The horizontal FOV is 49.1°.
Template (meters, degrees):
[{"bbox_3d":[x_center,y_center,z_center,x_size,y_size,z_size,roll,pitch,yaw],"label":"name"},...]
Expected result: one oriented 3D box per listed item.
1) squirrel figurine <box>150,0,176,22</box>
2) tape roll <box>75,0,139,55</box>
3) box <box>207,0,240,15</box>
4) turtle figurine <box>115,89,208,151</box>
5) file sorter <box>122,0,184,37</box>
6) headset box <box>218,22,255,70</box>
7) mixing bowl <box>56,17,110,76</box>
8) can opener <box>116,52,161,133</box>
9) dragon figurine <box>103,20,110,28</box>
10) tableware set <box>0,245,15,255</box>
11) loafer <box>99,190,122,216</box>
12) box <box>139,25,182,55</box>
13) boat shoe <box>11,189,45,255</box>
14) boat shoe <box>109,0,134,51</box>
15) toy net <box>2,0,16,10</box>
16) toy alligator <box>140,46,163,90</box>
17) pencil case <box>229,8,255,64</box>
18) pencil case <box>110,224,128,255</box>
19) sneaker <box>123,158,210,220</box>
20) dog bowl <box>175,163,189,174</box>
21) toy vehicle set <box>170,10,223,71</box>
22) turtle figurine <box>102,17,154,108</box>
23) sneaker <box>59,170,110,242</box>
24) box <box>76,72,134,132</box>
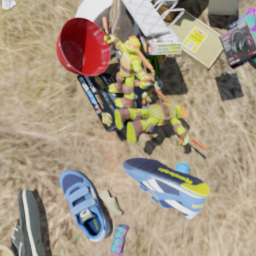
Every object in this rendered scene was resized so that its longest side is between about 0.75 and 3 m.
[{"bbox_3d":[1.139,-5.496,9.377,2.781,1.968,2.596,22,76,-1],"label":"squirrel figurine"},{"bbox_3d":[-0.559,-3.322,8.841,2.183,2.183,0.764,-33,70,-4],"label":"tape roll"},{"bbox_3d":[3.074,-4.448,8.714,1.012,2.464,0.842,8,89,12],"label":"box"},{"bbox_3d":[0.868,-0.247,7.753,2.150,0.859,2.666,-16,55,-28],"label":"turtle figurine"},{"bbox_3d":[0.591,-3.042,6.796,0.898,0.806,1.294,-25,80,-42],"label":"file sorter"},{"bbox_3d":[2.794,-2.101,7.075,0.737,0.382,0.990,-22,74,32],"label":"headset box"},{"bbox_3d":[-1.346,-2.063,7.596,1.567,0.848,1.567,8,78,-40],"label":"mixing bowl"},{"bbox_3d":[0.459,-1.328,9.246,0.978,0.780,2.926,-26,80,-13],"label":"can opener"},{"bbox_3d":[-0.916,-3.773,9.806,1.616,0.476,0.803,-38,84,-4],"label":"dragon figurine"},{"bbox_3d":[-3.324,4.502,8.244,2.477,0.287,2.069,27,109,13],"label":"tableware set"},{"bbox_3d":[-0.513,2.390,8.997,0.346,0.384,1.014,-45,84,0],"label":"loafer"},{"bbox_3d":[0.800,-2.368,7.439,0.887,1.612,0.280,-3,125,-3],"label":"box"},{"bbox_3d":[-3.184,3.269,8.579,0.916,0.973,2.710,-8,85,-1],"label":"boat shoe"},{"bbox_3d":[-0.204,-3.066,7.843,0.669,0.634,1.767,-2,122,-31],"label":"boat shoe"},{"bbox_3d":[-4.190,-5.097,10.066,0.896,0.330,1.707,27,83,4],"label":"toy net"},{"bbox_3d":[0.848,-2.148,9.395,0.634,0.459,1.912,-12,81,16],"label":"toy alligator"},{"bbox_3d":[4.580,-2.705,9.280,2.637,1.219,1.122,46,66,4],"label":"pencil case"},{"bbox_3d":[-0.291,3.514,8.833,0.372,0.404,0.874,19,82,-39],"label":"pencil case"},{"bbox_3d":[0.927,1.706,8.177,2.731,1.010,1.123,23,115,31],"label":"sneaker"},{"bbox_3d":[1.664,1.474,8.967,0.453,0.202,0.813,12,48,29],"label":"dog bowl"},{"bbox_3d":[2.333,-3.087,9.815,1.993,0.264,1.238,37,84,5],"label":"toy vehicle set"},{"bbox_3d":[-0.047,-1.653,7.416,0.797,1.995,2.473,-20,57,-28],"label":"turtle figurine"},{"bbox_3d":[-1.356,2.383,8.681,0.919,1.022,2.485,-33,82,-2],"label":"sneaker"},{"bbox_3d":[-0.605,-0.848,8.796,0.457,1.580,1.988,-34,79,23],"label":"box"}]
